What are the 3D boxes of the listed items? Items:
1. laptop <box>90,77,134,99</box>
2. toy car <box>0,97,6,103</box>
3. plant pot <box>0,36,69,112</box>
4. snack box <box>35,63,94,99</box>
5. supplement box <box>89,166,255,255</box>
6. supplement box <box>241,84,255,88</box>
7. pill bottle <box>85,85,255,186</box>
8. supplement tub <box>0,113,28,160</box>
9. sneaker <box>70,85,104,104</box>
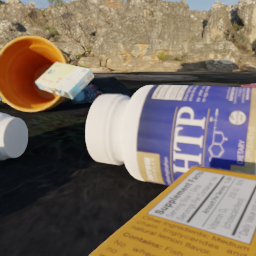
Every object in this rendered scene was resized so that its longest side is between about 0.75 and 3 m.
[{"bbox_3d":[0.049,-1.927,12.801,2.647,1.367,2.346,41,25,12],"label":"laptop"},{"bbox_3d":[-5.540,-1.040,11.692,0.727,1.072,2.186,-41,-15,12],"label":"toy car"},{"bbox_3d":[-3.350,-1.929,10.962,2.656,2.656,2.431,1,2,3],"label":"plant pot"},{"bbox_3d":[-1.514,-1.137,6.583,1.334,0.248,0.775,20,61,38],"label":"snack box"},{"bbox_3d":[0.318,1.092,1.679,0.940,0.909,2.732,7,15,35],"label":"supplement box"},{"bbox_3d":[5.232,-1.040,10.125,1.975,1.019,1.293,11,18,38],"label":"supplement box"},{"bbox_3d":[0.747,0.123,4.311,2.579,1.544,1.544,5,15,23],"label":"pill bottle"},{"bbox_3d":[-2.724,0.155,5.464,1.263,0.912,0.912,3,14,14],"label":"supplement tub"},{"bbox_3d":[-1.621,-1.547,12.513,1.090,0.905,2.282,11,18,31],"label":"sneaker"}]
